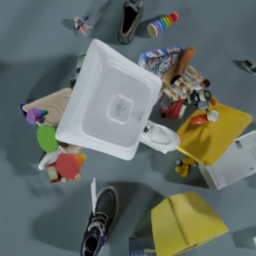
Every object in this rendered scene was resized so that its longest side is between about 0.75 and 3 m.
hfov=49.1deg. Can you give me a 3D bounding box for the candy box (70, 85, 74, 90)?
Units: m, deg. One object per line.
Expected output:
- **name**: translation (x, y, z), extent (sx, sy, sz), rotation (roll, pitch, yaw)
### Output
- **candy box**: translation (-2.039, -1.613, 11.770), extent (0.782, 0.221, 0.456), rotation (19, 82, 5)

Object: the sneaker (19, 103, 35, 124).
- **sneaker**: translation (-4.151, -0.628, 11.507), extent (0.371, 0.412, 1.057), rotation (-38, 83, -5)

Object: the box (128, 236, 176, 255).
- **box**: translation (0.921, 4.834, 10.578), extent (1.763, 0.450, 1.390), rotation (-3, 79, -1)

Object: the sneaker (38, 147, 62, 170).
- **sneaker**: translation (-3.109, 0.298, 11.096), extent (1.310, 0.934, 2.642), rotation (27, 73, 5)

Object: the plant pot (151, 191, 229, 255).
- **plant pot**: translation (1.913, 3.369, 9.936), extent (1.931, 1.931, 1.703), rotation (-4, 56, -33)

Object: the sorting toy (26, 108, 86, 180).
- **sorting toy**: translation (-2.307, 0.395, 9.439), extent (2.749, 0.947, 0.953), rotation (52, 126, 9)

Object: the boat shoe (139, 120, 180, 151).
- **boat shoe**: translation (0.661, 0.110, 10.611), extent (2.647, 0.924, 0.938), rotation (26, 87, 19)

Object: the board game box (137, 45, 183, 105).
- **board game box**: translation (0.899, -1.736, 10.281), extent (1.731, 2.555, 0.442), rotation (-22, 60, -33)

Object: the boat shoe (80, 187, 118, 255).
- **boat shoe**: translation (-1.028, 3.554, 10.380), extent (1.015, 1.260, 2.718), rotation (14, 81, 2)

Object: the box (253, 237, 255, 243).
- **box**: translation (5.527, 4.298, 10.654), extent (1.229, 0.478, 0.584), rotation (-14, 81, -2)

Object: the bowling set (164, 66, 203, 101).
- **bowling set**: translation (1.992, -1.370, 9.898), extent (0.765, 0.992, 1.425), rotation (36, 119, -16)

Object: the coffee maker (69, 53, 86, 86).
- **coffee maker**: translation (-1.392, -1.904, 9.954), extent (1.108, 0.777, 1.153), rotation (17, 74, -7)

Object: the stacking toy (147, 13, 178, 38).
- **stacking toy**: translation (1.566, -4.502, 12.125), extent (1.439, 0.614, 0.614), rotation (-34, 82, -12)

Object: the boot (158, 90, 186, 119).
- **boot**: translation (1.729, -0.905, 11.077), extent (0.996, 1.380, 0.500), rotation (1, 42, -8)

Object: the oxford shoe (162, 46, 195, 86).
- **oxford shoe**: translation (1.839, -2.083, 9.643), extent (1.538, 0.549, 0.548), rotation (-54, 43, 28)

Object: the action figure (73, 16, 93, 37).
- **action figure**: translation (-1.928, -4.534, 12.146), extent (0.874, 0.472, 0.903), rotation (40, 82, -3)

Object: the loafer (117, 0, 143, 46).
- **loafer**: translation (0.135, -4.843, 12.004), extent (0.924, 0.809, 2.571), rotation (12, 81, 2)

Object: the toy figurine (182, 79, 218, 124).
- **toy figurine**: translation (2.774, -1.000, 10.511), extent (1.027, 1.453, 1.476), rotation (-14, 121, 30)

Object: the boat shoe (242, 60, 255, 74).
- **boat shoe**: translation (5.247, -2.606, 11.906), extent (0.297, 0.275, 0.804), rotation (-42, 83, -6)

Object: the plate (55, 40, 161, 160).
- **plate**: translation (-0.317, -0.615, 8.232), extent (2.920, 0.472, 2.913), rotation (22, 89, -40)

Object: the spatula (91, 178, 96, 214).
- **spatula**: translation (-1.236, 2.384, 9.994), extent (0.087, 0.752, 1.081), rotation (-2, 103, 4)

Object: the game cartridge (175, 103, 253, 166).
- **game cartridge**: translation (3.069, 0.137, 10.705), extent (2.464, 2.172, 0.400), rotation (-47, 128, -7)

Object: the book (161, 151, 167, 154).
- **book**: translation (1.257, 0.624, 11.202), extent (0.833, 0.557, 0.200), rotation (34, 58, 11)

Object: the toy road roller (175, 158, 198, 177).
- **toy road roller**: translation (2.283, 1.540, 10.888), extent (0.881, 0.541, 0.643), rotation (-18, 61, 29)

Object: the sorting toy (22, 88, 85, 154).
- **sorting toy**: translation (-2.254, -0.284, 10.520), extent (2.566, 0.468, 2.375), rotation (43, 40, 8)

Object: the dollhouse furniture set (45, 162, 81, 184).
- **dollhouse furniture set**: translation (-2.323, 1.595, 10.306), extent (1.306, 0.531, 0.703), rotation (-9, 99, 22)

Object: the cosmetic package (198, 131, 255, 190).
- **cosmetic package**: translation (4.235, 1.206, 10.890), extent (2.821, 1.044, 1.434), rotation (-25, 81, -5)
